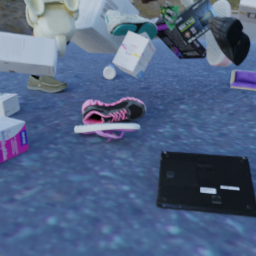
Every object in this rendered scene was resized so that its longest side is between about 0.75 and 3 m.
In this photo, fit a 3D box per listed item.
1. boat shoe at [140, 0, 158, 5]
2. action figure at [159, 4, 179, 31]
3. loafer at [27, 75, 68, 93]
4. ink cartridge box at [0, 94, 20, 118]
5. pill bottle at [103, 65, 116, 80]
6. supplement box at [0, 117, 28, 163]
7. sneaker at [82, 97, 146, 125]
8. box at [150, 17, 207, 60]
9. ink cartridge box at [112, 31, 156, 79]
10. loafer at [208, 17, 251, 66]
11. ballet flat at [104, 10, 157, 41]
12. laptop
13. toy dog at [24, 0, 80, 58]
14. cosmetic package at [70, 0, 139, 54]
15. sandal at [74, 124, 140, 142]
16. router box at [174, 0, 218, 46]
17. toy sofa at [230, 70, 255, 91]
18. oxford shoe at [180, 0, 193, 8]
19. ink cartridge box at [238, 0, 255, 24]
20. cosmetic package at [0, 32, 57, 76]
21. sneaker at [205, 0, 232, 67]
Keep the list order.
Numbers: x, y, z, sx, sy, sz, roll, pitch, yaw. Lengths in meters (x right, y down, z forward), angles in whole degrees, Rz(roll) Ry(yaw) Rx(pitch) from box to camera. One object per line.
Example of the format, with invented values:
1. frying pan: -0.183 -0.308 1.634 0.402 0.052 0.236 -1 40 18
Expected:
1. boat shoe: 0.545 -4.178 8.344 2.385 0.860 0.858 -4 -11 -20
2. action figure: 1.186 -3.524 8.600 0.327 0.707 1.198 11 32 -21
3. loafer: -3.918 -2.176 13.428 2.224 0.775 0.836 7 22 17
4. ink cartridge box: -4.916 -0.837 10.166 1.520 0.639 1.109 2 21 6
5. pill bottle: -1.063 -3.302 16.434 0.711 0.711 1.250 0 21 -1
6. supplement box: -3.353 0.383 6.771 0.847 0.829 1.639 10 24 25
7. sneaker: -0.495 -0.409 9.045 2.161 0.854 1.031 -4 29 7
8. box: 2.158 -3.886 12.226 2.413 0.436 1.725 37 -7 -30
9. ink cartridge box: 0.259 -2.561 9.635 0.861 1.375 0.884 29 3 20
10. loafer: 2.668 -2.288 7.327 0.692 0.696 1.913 43 5 36
11. ballet flat: 0.138 -3.797 10.211 0.977 0.977 2.724 14 16 33
12. laptop: 1.562 1.081 5.980 1.789 1.043 2.019 3 47 9
13. toy dog: -2.306 -3.228 8.856 1.588 2.207 2.276 -25 7 -20
14. cosmetic package: -1.245 -4.365 11.427 2.349 1.966 1.954 16 -6 41
15. sandal: -0.580 0.138 7.944 2.110 0.518 0.858 -2 2 33
16. router box: 2.275 -3.625 9.473 1.357 1.017 0.421 -35 21 15
17. toy sofa: 6.121 -2.361 13.865 1.970 0.816 0.961 14 24 31
18. oxford shoe: 2.171 -4.563 10.233 0.370 1.283 0.482 -37 11 14
19. ink cartridge box: 4.689 -4.542 9.948 1.171 1.176 1.603 19 7 17
20. cosmetic package: -3.037 -1.961 7.498 2.174 0.805 1.105 5 -5 -12
21. sneaker: 4.013 -3.856 11.832 1.401 2.679 1.008 3 1 -44
